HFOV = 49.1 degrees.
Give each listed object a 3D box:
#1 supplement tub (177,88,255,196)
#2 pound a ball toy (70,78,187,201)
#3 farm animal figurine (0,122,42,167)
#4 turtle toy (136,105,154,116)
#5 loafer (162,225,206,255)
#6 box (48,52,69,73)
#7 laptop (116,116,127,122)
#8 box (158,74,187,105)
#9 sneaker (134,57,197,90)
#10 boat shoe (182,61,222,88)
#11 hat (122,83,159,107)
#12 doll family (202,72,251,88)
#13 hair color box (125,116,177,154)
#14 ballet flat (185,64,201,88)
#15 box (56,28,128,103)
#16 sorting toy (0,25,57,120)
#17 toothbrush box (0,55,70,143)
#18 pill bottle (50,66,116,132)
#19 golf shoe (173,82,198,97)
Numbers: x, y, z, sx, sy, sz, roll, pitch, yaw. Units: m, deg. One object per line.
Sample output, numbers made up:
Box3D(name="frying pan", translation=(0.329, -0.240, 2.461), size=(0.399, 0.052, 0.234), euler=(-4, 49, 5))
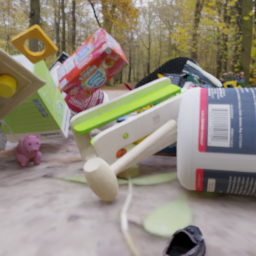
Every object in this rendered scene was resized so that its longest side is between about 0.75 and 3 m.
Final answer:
Box3D(name="supplement tub", translation=(1.977, 0.211, 4.288), size=(2.338, 1.641, 1.641), euler=(2, 10, 14))
Box3D(name="pound a ball toy", translation=(0.280, 0.222, 5.128), size=(2.827, 1.201, 1.844), euler=(-27, 32, -23))
Box3D(name="farm animal figurine", translation=(-2.972, 0.201, 4.772), size=(2.407, 1.499, 2.981), euler=(0, 10, 1))
Box3D(name="turtle toy", translation=(0.598, -0.457, 8.248), size=(0.855, 0.432, 0.623), euler=(17, 42, 31))
Box3D(name="loafer", translation=(0.553, 1.162, 2.735), size=(0.345, 0.302, 0.960), euler=(5, 11, 27))
Box3D(name="box", translation=(-2.851, -1.485, 10.274), size=(0.778, 2.589, 1.510), euler=(40, 2, -13))
Box3D(name="laptop", translation=(-0.299, -0.550, 12.070), size=(0.834, 0.517, 0.891), euler=(-9, 3, -39))
Box3D(name="box", translation=(1.229, -0.919, 7.687), size=(0.490, 0.939, 0.694), euler=(11, -3, 25))
Box3D(name="sneaker", translation=(1.189, -1.413, 8.765), size=(2.091, 0.731, 0.941), euler=(-31, -32, -3))
Box3D(name="boat shoe", translation=(1.788, -1.239, 6.931), size=(0.451, 0.373, 1.206), euler=(9, 31, -48))
Box3D(name="hat", translation=(0.807, -1.265, 11.908), size=(1.656, 1.760, 1.999), euler=(-12, 11, 6))
Box3D(name="doll family", translation=(2.851, -1.143, 8.474), size=(1.513, 0.875, 0.594), euler=(-13, -19, 36))
Box3D(name="hair color box", translation=(1.399, 0.152, 6.993), size=(2.716, 0.822, 1.358), euler=(2, 8, 16))
Box3D(name="ballet flat", translation=(2.021, -1.113, 9.667), size=(0.804, 2.281, 0.745), euler=(4, 20, -16))
Box3D(name="box", translation=(-0.745, -1.223, 5.629), size=(1.339, 0.667, 0.639), euler=(-37, -40, 21))
Box3D(name="sorting toy", translation=(-2.559, -0.775, 4.875), size=(2.996, 0.408, 1.687), euler=(-30, -44, 25))
Box3D(name="toothbrush box", translation=(-2.496, -0.595, 6.662), size=(1.577, 0.932, 2.166), euler=(-5, -36, 8))
Box3D(name="pill bottle", translation=(-1.456, -0.778, 8.610), size=(2.301, 1.300, 1.300), euler=(30, -5, -27))
Box3D(name="golf shoe", translation=(1.431, -0.837, 6.988), size=(0.592, 0.467, 1.286), euler=(22, 35, -5))
